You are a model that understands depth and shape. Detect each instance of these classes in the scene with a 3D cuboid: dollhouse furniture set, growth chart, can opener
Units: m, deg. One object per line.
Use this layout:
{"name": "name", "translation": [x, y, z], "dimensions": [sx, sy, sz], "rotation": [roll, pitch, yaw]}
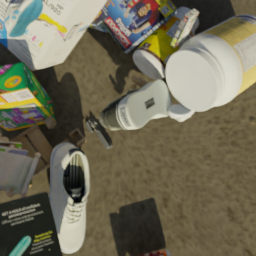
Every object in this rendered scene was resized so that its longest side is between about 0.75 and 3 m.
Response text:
{"name": "dollhouse furniture set", "translation": [0.024, -0.825, 7.956], "dimensions": [0.639, 0.546, 1.233], "rotation": [27, 89, 39]}
{"name": "growth chart", "translation": [-3.306, 0.845, 6.884], "dimensions": [2.202, 0.195, 1.593], "rotation": [15, 52, 0]}
{"name": "dollhouse furniture set", "translation": [-2.486, 0.636, 8.117], "dimensions": [2.345, 1.038, 1.215], "rotation": [-36, 84, -11]}
{"name": "can opener", "translation": [-0.912, 0.208, 8.604], "dimensions": [0.369, 0.294, 1.102], "rotation": [-37, 81, 27]}

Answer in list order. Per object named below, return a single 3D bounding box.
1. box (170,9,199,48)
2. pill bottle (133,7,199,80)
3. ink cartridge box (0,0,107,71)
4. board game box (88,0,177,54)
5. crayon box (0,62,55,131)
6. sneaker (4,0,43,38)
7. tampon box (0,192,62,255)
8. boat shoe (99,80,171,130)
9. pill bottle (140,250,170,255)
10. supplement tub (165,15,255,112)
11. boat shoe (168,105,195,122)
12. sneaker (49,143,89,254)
{"name": "box", "translation": [1.348, -2.391, 6.766], "dimensions": [0.151, 0.872, 0.480], "rotation": [43, 59, 12]}
{"name": "pill bottle", "translation": [1.205, -2.607, 8.547], "dimensions": [1.181, 1.181, 2.163], "rotation": [37, 79, 6]}
{"name": "ink cartridge box", "translation": [-2.205, -3.181, 7.649], "dimensions": [1.820, 1.788, 2.473], "rotation": [43, 116, -2]}
{"name": "board game box", "translation": [-0.211, -3.541, 8.453], "dimensions": [2.504, 0.773, 2.506], "rotation": [-36, 79, 16]}
{"name": "crayon box", "translation": [-3.035, -0.706, 7.493], "dimensions": [1.495, 2.518, 0.733], "rotation": [-12, 74, -3]}
{"name": "sneaker", "translation": [-2.487, -2.664, 6.479], "dimensions": [1.377, 0.527, 0.556], "rotation": [-24, 88, 38]}
{"name": "tampon box", "translation": [-2.244, 2.695, 5.428], "dimensions": [1.731, 1.459, 2.310], "rotation": [-9, 70, -29]}
{"name": "boat shoe", "translation": [0.288, -0.588, 7.054], "dimensions": [0.890, 2.795, 0.988], "rotation": [-10, 98, 31]}
{"name": "pill bottle", "translation": [0.477, 3.782, 7.395], "dimensions": [1.427, 0.815, 0.815], "rotation": [-12, 80, 0]}
{"name": "supplement tub", "translation": [2.539, -1.770, 7.655], "dimensions": [2.696, 1.960, 1.960], "rotation": [-32, 81, -28]}
{"name": "boat shoe", "translation": [1.487, -0.378, 7.754], "dimensions": [0.496, 1.349, 0.441], "rotation": [40, 123, 29]}
{"name": "sneaker", "translation": [-1.531, 1.894, 7.205], "dimensions": [1.086, 1.053, 2.975], "rotation": [-7, 97, -29]}
